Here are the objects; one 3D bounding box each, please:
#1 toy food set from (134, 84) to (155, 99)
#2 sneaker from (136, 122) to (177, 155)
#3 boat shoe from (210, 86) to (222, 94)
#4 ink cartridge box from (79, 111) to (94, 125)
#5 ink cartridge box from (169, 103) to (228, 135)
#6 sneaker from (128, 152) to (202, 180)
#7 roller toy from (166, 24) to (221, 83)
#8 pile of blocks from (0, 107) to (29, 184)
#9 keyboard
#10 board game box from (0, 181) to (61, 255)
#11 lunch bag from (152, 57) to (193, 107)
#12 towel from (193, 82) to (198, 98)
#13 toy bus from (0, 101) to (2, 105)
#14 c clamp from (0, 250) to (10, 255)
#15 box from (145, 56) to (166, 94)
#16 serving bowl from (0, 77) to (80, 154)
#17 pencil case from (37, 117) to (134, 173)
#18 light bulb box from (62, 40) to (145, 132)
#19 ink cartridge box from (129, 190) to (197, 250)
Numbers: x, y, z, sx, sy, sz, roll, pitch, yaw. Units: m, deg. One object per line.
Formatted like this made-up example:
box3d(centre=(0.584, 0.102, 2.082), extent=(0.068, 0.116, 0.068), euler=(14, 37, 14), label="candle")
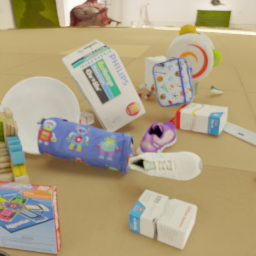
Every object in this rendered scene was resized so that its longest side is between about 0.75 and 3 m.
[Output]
box3d(centre=(0.809, -1.747, 13.440), extent=(1.318, 0.629, 0.593), euler=(-5, 25, 33), label="toy food set")
box3d(centre=(1.043, 0.189, 9.188), extent=(0.838, 0.922, 2.085), euler=(19, 32, 25), label="sneaker")
box3d(centre=(4.410, -1.901, 13.946), extent=(0.967, 0.299, 0.352), euler=(5, -9, -43), label="boat shoe")
box3d(centre=(-1.852, -0.315, 10.953), extent=(0.623, 0.363, 0.855), euler=(20, 34, 36), label="ink cartridge box")
box3d(centre=(2.582, -0.415, 10.681), extent=(2.076, 0.698, 1.206), euler=(11, 27, 28), label="ink cartridge box")
box3d(centre=(0.809, 0.908, 6.567), extent=(1.870, 0.658, 0.749), euler=(-6, -5, 41), label="sneaker")
box3d(centre=(2.731, -3.177, 12.380), extent=(2.219, 2.024, 1.551), euler=(38, 35, -8), label="roller toy")
box3d(centre=(-3.412, 0.499, 7.607), extent=(0.847, 1.119, 2.726), euler=(-9, 50, -30), label="pile of blocks")
box3d(centre=(4.122, 0.230, 10.095), extent=(0.659, 0.125, 2.342), euler=(-21, 30, -26), label="keyboard")
box3d(centre=(-2.732, 1.692, 5.535), extent=(2.785, 1.434, 0.271), euler=(4, 22, 8), label="board game box")
box3d(centre=(1.776, -1.776, 10.833), extent=(1.506, 1.879, 0.710), euler=(-9, 1, 18), label="lunch bag")
box3d(centre=(2.779, -1.464, 12.384), extent=(0.119, 1.014, 0.773), euler=(22, 54, -11), label="towel")
box3d(centre=(-3.882, -0.643, 10.485), extent=(2.474, 1.355, 2.622), euler=(-7, 27, -13), label="toy bus")
box3d(centre=(-2.554, 2.403, 4.829), extent=(1.227, 1.048, 0.166), euler=(14, 16, 1), label="c clamp")
box3d(centre=(1.682, -2.677, 14.318), extent=(1.094, 1.674, 1.665), euler=(-11, 26, -21), label="box")
box3d(centre=(-2.835, -0.357, 9.240), extent=(2.532, 2.532, 0.833), euler=(-3, -10, -5), label="serving bowl")
box3d(centre=(-1.205, 0.444, 8.104), extent=(2.828, 1.104, 1.228), euler=(12, 70, 8), label="pencil case")
box3d(centre=(-0.985, -1.632, 10.645), extent=(1.678, 2.665, 2.689), euler=(-31, 30, -4), label="light bulb box")
box3d(centre=(0.754, 1.946, 6.063), extent=(1.230, 0.518, 0.898), euler=(13, 28, 25), label="ink cartridge box")
